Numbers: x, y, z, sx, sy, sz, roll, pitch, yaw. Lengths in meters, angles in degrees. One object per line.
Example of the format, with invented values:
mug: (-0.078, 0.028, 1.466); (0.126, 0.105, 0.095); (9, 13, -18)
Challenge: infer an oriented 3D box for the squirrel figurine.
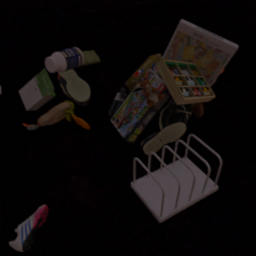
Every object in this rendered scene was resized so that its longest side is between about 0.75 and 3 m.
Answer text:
squirrel figurine: (0.725, -1.178, 9.403); (0.648, 0.915, 0.854); (-36, 86, 6)

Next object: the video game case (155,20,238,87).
video game case: (2.691, -2.766, 11.524); (2.416, 2.655, 0.304); (24, 49, -1)

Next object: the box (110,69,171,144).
box: (0.483, -0.822, 10.575); (0.443, 2.550, 1.404); (24, 20, -43)

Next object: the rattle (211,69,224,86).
rattle: (3.349, -3.011, 13.274); (2.218, 1.444, 1.585); (41, 89, 4)

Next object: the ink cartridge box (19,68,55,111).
ink cartridge box: (-3.633, -1.548, 11.580); (0.553, 1.866, 0.969); (-10, 72, -59)

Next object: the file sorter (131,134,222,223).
file sorter: (1.464, 1.380, 8.493); (2.290, 1.426, 1.589); (-21, 44, -24)

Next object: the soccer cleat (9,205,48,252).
soccer cleat: (-2.710, 2.661, 7.647); (0.599, 0.484, 1.386); (9, 40, 12)

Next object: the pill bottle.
pill bottle: (-2.229, -2.337, 9.765); (0.710, 0.710, 1.278); (25, 38, 28)

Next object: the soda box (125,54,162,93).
soda box: (0.873, -2.564, 13.322); (0.757, 0.716, 2.235); (3, 45, 50)

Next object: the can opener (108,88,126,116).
can opener: (-0.460, -1.183, 12.331); (0.454, 0.569, 1.701); (9, 40, 10)

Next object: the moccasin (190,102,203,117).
moccasin: (2.562, -1.083, 11.027); (0.539, 1.395, 0.510); (-20, 6, -40)

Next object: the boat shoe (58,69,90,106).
boat shoe: (-2.496, -1.784, 12.752); (1.003, 0.882, 2.818); (-15, 45, -27)

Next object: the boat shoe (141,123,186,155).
boat shoe: (1.223, 0.292, 9.898); (1.718, 0.617, 0.581); (-32, 19, -1)

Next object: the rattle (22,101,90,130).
rattle: (-2.809, -0.048, 10.960); (2.036, 1.455, 1.326); (-35, 11, -30)

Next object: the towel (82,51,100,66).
towel: (-2.311, -4.037, 16.102); (1.132, 0.278, 1.526); (-15, 40, -19)

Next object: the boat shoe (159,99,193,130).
boat shoe: (2.016, -0.624, 11.088); (1.046, 0.985, 2.913); (43, 44, -10)

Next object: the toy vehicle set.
toy vehicle set: (2.181, -1.689, 10.318); (2.624, 0.348, 1.630); (-11, 70, -50)
